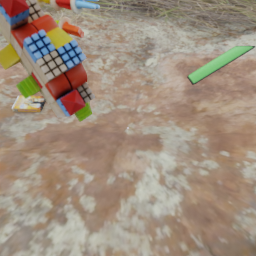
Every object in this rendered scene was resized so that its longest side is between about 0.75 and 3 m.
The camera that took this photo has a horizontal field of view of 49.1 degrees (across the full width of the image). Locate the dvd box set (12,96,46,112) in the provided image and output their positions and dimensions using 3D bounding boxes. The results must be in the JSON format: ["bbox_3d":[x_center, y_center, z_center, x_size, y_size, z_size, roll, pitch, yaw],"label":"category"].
[{"bbox_3d":[-3.196,-0.784,9.060,0.917,0.135,0.671,2,44,2],"label":"dvd box set"}]

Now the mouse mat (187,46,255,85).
[{"bbox_3d":[2.298,-1.665,7.276,1.607,0.075,1.997,-31,8,15],"label":"mouse mat"}]

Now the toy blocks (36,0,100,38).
[{"bbox_3d":[-1.828,-3.497,8.703,2.076,1.731,0.754,16,52,16],"label":"toy blocks"}]

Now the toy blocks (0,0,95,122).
[{"bbox_3d":[-1.525,-1.317,5.429,1.453,2.908,1.988,-36,14,-18],"label":"toy blocks"}]
